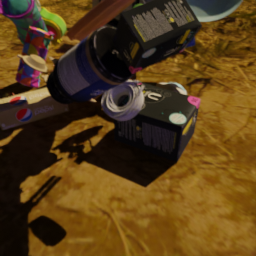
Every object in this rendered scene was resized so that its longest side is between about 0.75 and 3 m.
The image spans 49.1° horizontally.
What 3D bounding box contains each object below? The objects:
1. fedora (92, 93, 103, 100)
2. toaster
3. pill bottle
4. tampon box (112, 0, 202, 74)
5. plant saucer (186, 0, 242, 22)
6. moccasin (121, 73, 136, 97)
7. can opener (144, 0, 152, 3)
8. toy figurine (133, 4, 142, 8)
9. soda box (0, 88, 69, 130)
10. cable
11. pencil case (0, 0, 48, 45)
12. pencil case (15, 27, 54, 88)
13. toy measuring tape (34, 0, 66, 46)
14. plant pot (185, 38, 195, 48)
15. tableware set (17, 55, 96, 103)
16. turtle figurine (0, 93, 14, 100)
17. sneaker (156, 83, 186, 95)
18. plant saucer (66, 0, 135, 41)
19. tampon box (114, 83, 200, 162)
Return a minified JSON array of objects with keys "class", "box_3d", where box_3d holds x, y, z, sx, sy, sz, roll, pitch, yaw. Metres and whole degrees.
[{"class":"fedora","box_3d":[-1.114,-1.844,10.647,1.071,2.625,2.625,47,47,-5]},{"class":"toaster","box_3d":[-0.101,-5.000,11.669,1.772,2.700,2.986,-27,49,-33]},{"class":"pill bottle","box_3d":[-0.930,-1.267,6.312,2.138,1.196,1.196,-19,20,44]},{"class":"tampon box","box_3d":[0.498,-1.737,5.193,1.264,0.947,0.798,-28,83,-17]},{"class":"plant saucer","box_3d":[2.724,-4.689,9.896,2.621,0.505,2.621,-4,71,11]},{"class":"moccasin","box_3d":[-0.285,-1.853,11.376,0.784,0.743,2.031,45,52,-10]},{"class":"can opener","box_3d":[0.568,-3.250,7.076,0.330,0.413,1.236,42,11,8]},{"class":"toy figurine","box_3d":[0.692,-2.835,8.621,1.144,1.524,1.403,-24,47,-11]},{"class":"soda box","box_3d":[-3.444,-0.773,10.064,2.445,0.783,0.828,-20,42,-22]},{"class":"cable","box_3d":[-0.127,-0.644,6.457,0.981,0.339,0.980,16,81,28]},{"class":"pencil case","box_3d":[-3.602,-3.711,9.848,1.195,2.586,1.100,-20,85,-8]},{"class":"pencil case","box_3d":[-3.051,-2.300,9.172,0.856,1.938,0.856,22,10,-4]},{"class":"toy measuring tape","box_3d":[-3.148,-4.505,11.181,1.100,2.989,1.100,-2,55,3]},{"class":"plant pot","box_3d":[2.004,-3.965,11.303,1.187,1.067,1.187,-11,50,1]},{"class":"tableware set","box_3d":[-1.943,-1.460,8.070,2.276,0.264,1.901,49,24,26]},{"class":"turtle figurine","box_3d":[-4.886,-1.091,10.783,0.941,0.376,1.167,-10,40,-12]},{"class":"sneaker","box_3d":[1.808,-1.281,10.286,0.967,0.872,2.360,-6,22,-13]},{"class":"plant saucer","box_3d":[-0.678,-3.479,8.513,2.733,0.441,2.733,-33,17,11]},{"class":"tampon box","box_3d":[0.896,-0.266,8.923,2.242,1.416,1.681,18,42,22]}]
